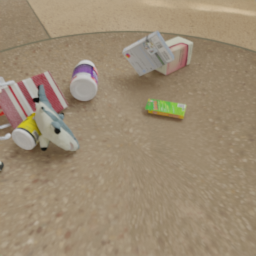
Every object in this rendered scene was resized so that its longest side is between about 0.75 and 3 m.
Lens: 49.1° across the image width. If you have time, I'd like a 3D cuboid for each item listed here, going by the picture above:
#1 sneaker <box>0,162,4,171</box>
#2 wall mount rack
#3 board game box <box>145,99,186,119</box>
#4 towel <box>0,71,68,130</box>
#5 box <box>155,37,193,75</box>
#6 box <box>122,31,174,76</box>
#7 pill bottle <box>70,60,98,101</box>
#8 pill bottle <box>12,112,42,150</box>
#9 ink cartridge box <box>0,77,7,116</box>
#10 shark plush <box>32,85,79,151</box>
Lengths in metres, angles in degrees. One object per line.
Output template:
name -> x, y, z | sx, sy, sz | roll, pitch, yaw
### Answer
sneaker -> -5.002, 1.202, 9.485 | 1.537, 0.615, 0.567 | 5, 39, 3
wall mount rack -> -4.663, -0.664, 10.164 | 1.034, 2.774, 2.411 | -8, 18, -11
board game box -> 1.603, -0.835, 12.005 | 1.653, 0.248, 0.789 | 13, 44, 10
towel -> -3.927, -1.127, 11.538 | 2.510, 1.808, 0.285 | -32, 7, -32
box -> 2.331, -3.815, 14.781 | 1.981, 1.267, 1.079 | -30, 49, -30
box -> 0.967, -3.532, 13.524 | 2.017, 1.572, 0.415 | -20, 36, 34
pill bottle -> -2.012, -2.295, 13.028 | 1.194, 1.194, 2.143 | -2, 38, -3
pill bottle -> -3.539, -0.025, 10.647 | 0.933, 0.933, 1.632 | 13, 42, 15
ink cartridge box -> -5.468, -1.109, 11.249 | 0.359, 1.414, 1.604 | -12, 18, 48
shark plush -> -2.839, -0.300, 10.346 | 1.183, 1.290, 2.840 | -5, 48, -47
